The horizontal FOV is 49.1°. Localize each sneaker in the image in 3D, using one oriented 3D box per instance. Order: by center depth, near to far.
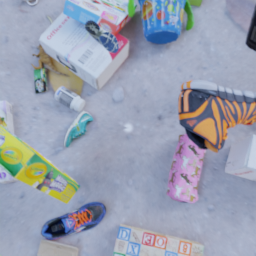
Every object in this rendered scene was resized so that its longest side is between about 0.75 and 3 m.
[{"bbox_3d":[-0.629,-2.214,6.838,0.994,0.423,0.383,42,90,-15],"label":"sneaker"},{"bbox_3d":[2.490,-0.115,6.995,2.822,1.095,1.581,9,81,-11],"label":"sneaker"},{"bbox_3d":[-1.744,3.041,8.940,2.233,0.876,0.841,-24,78,-6],"label":"sneaker"},{"bbox_3d":[-1.778,0.090,9.879,0.582,0.566,1.462,33,78,-1],"label":"sneaker"}]

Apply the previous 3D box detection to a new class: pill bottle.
[{"bbox_3d":[-2.093,-1.017,10.125,1.003,0.570,0.570,31,78,8],"label":"pill bottle"}]

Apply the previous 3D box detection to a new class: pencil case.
[{"bbox_3d":[1.984,1.316,9.347,1.000,0.957,2.310,25,72,-37],"label":"pencil case"}]

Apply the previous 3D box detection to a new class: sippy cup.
[{"bbox_3d":[1.258,-4.153,10.368,2.420,1.900,1.774,-1,86,8],"label":"sippy cup"}]

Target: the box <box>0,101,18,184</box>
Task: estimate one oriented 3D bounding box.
[{"bbox_3d":[-4.307,0.467,9.745,0.552,0.591,2.852,-10,77,-2],"label":"box"}]

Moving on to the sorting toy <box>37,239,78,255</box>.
[{"bbox_3d":[-2.320,4.325,8.919,1.257,0.248,1.358,13,86,3],"label":"sorting toy"}]

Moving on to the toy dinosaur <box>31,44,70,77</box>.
[{"bbox_3d":[-3.109,-2.449,10.510,0.955,0.543,1.798,-34,79,-9],"label":"toy dinosaur"}]

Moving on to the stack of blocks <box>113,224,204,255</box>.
[{"bbox_3d":[0.853,4.097,8.716,2.662,0.780,1.533,13,76,3],"label":"stack of blocks"}]

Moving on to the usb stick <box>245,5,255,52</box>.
[{"bbox_3d":[3.672,-2.713,7.664,0.726,2.617,0.427,37,96,16],"label":"usb stick"}]

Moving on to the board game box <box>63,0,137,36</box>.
[{"bbox_3d":[-0.924,-4.331,10.184,1.921,0.506,2.510,27,42,-1],"label":"board game box"}]

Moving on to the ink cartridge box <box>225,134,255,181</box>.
[{"bbox_3d":[4.704,1.207,8.866,2.614,1.909,1.102,17,77,4],"label":"ink cartridge box"}]

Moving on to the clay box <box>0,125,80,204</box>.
[{"bbox_3d":[-2.406,0.825,6.717,1.646,2.864,0.682,31,74,26],"label":"clay box"}]

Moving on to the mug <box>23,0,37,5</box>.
[{"bbox_3d":[-3.963,-5.337,11.273,0.670,0.564,0.764,-27,108,1],"label":"mug"}]

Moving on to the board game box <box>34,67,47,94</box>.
[{"bbox_3d":[-3.276,-1.769,10.471,0.486,0.109,0.927,-9,79,16],"label":"board game box"}]

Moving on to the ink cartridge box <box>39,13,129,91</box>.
[{"bbox_3d":[-1.554,-2.956,10.310,2.637,1.129,1.946,36,77,11],"label":"ink cartridge box"}]

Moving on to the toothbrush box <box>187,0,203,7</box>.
[{"bbox_3d":[2.132,-5.963,11.202,2.085,0.898,1.518,14,77,3],"label":"toothbrush box"}]
